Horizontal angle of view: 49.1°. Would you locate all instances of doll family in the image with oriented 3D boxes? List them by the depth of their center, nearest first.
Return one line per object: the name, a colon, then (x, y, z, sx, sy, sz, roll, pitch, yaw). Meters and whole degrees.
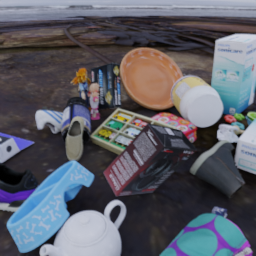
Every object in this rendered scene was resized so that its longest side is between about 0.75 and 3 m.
doll family: (-1.702, -1.485, 11.148, 1.181, 1.626, 2.620, -3, 27, -4)

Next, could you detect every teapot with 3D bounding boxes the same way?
teapot: (-0.724, 1.981, 5.084, 1.317, 0.975, 1.335, 1, 26, 2)

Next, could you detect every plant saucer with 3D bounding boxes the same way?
plant saucer: (0.983, -2.023, 11.840, 2.923, 0.547, 2.923, 9, 64, -19)

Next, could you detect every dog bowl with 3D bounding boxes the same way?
dog bowl: (-1.583, 1.476, 5.813, 1.245, 0.554, 2.234, -29, 14, 31)

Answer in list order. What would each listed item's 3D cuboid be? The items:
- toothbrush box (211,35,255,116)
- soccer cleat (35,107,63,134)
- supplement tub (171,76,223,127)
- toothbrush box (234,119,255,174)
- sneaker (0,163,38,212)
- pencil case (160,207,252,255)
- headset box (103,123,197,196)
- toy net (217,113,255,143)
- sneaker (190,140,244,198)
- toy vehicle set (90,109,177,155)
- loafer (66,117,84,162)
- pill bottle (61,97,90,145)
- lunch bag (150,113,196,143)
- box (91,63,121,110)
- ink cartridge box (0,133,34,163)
toothbrush box: (4.271, -2.143, 11.111, 1.195, 2.802, 2.051, 17, 30, 36)
soccer cleat: (-2.283, -0.190, 9.842, 1.957, 0.845, 0.684, 5, -15, -34)
supplement tub: (2.494, -0.999, 10.348, 1.461, 1.461, 2.010, -3, 26, -6)
toothbrush box: (4.222, 0.507, 7.991, 1.623, 0.945, 2.216, 19, 32, 32)
sneaker: (-3.148, 1.281, 6.274, 2.274, 1.131, 0.791, -3, 27, -7)
pencil case: (0.928, 2.343, 4.239, 2.521, 1.073, 1.165, -28, 9, -42)
headset box: (0.435, 0.812, 6.281, 1.342, 1.804, 0.697, 11, 37, -48)
toy net: (3.672, -0.143, 9.478, 2.458, 0.475, 1.289, -16, 40, -39)
sneaker: (2.535, 1.080, 7.311, 1.163, 0.819, 2.189, 41, 34, 22)
toy vehicle set: (0.134, 0.235, 8.601, 2.345, 0.311, 1.457, 20, 56, 36)
loafer: (-1.554, 0.320, 8.029, 0.501, 1.325, 0.452, 4, -3, 4)
pill bottle: (-1.677, -0.257, 9.092, 0.891, 0.891, 1.594, -3, 45, -6)
lunch bag: (1.254, 0.154, 9.102, 1.407, 0.654, 1.597, -26, 36, -33)
box: (-0.877, -1.570, 10.899, 1.335, 1.680, 0.386, -1, 1, 44)
ink cartridge box: (-4.902, 0.567, 8.257, 2.914, 0.638, 2.941, 11, 28, 22)
